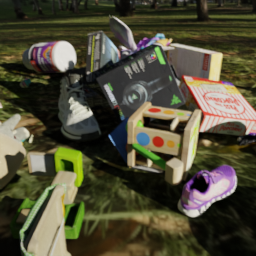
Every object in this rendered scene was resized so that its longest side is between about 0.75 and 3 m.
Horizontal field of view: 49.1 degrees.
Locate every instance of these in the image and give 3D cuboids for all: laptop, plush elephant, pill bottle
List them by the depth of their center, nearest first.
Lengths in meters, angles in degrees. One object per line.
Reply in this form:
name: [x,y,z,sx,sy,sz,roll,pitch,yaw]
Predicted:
plush elephant: [-3.271,0.155,7.162,1.334,1.419,1.723,-24,31,39]
laptop: [0.400,0.414,7.418,1.436,0.832,1.345,9,27,19]
pill bottle: [-4.548,-3.935,15.793,2.932,1.633,1.633,6,24,32]

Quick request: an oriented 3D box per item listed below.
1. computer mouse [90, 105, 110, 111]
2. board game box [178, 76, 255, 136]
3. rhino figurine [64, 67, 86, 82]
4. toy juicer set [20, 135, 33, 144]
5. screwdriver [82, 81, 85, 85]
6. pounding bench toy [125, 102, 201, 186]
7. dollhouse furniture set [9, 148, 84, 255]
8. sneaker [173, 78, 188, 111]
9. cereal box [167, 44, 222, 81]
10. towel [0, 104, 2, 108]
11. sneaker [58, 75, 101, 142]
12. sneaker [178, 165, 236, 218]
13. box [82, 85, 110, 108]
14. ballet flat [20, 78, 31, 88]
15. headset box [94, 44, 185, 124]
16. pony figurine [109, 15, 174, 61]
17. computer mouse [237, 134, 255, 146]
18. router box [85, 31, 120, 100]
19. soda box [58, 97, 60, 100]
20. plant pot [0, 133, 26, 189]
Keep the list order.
computer mouse: [-0.643,-0.733,10.248,1.678,0.286,0.492,-10,12,-25]
board game box: [2.949,-0.773,9.334,1.988,0.608,2.624,6,36,-12]
rhino figurine: [-1.710,-2.206,11.644,2.015,0.602,0.881,-17,50,-22]
toy juicer set: [-3.188,0.337,8.323,0.800,0.218,0.509,-14,28,-29]
screwdriver: [-2.048,-3.163,14.771,0.411,0.429,2.948,-17,37,23]
pounding bench toy: [0.672,0.398,6.722,1.652,1.316,2.118,11,27,19]
dollhouse furniture set: [-1.491,1.466,4.254,1.173,1.531,2.337,2,24,2]
sneaker: [2.185,-1.321,11.268,1.585,1.030,2.745,12,33,7]
cereal box: [2.649,-2.314,11.892,0.574,2.089,2.904,-11,28,-25]
towel: [-5.416,-0.902,11.184,0.600,0.123,0.820,-12,29,-28]
sneaker: [-1.732,-0.766,8.950,1.109,1.691,2.940,-11,27,-23]
sneaker: [1.665,1.142,5.742,1.570,0.694,0.632,-27,34,-29]
box: [-1.117,-1.394,11.684,2.272,0.565,1.792,-11,27,-24]
ballet flat: [-5.075,-2.180,13.733,0.412,0.400,1.158,-21,21,-1]
headset box: [0.414,-1.255,8.711,2.278,1.984,1.057,-27,22,-1]
pony figurine: [0.076,-2.837,11.314,2.753,2.852,2.375,33,-5,25]
computer mouse: [3.868,0.012,7.556,1.193,0.454,1.723,-6,-16,-24]
router box: [-0.875,-2.178,10.003,0.613,1.973,1.478,-6,-17,22]
soda box: [-2.467,-1.074,11.188,0.308,0.279,0.880,23,6,-39]
plant pot: [-3.176,0.845,5.889,1.680,1.680,1.128,3,59,7]
